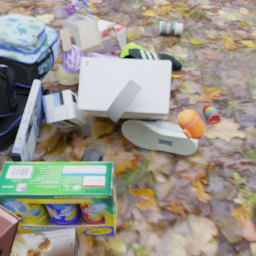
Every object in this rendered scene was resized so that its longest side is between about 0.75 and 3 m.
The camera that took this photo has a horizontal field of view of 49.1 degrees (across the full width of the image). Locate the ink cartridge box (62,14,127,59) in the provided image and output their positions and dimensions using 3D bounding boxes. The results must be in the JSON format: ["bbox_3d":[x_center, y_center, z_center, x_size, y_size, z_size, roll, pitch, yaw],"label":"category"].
[{"bbox_3d":[-1.542,-3.956,13.205,2.781,2.041,1.153,22,47,19],"label":"ink cartridge box"}]

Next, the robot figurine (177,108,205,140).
[{"bbox_3d":[1.759,-0.104,7.869,0.729,1.014,0.591,-42,29,0],"label":"robot figurine"}]

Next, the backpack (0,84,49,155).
[{"bbox_3d":[-4.634,-0.592,9.907,2.697,2.181,2.831,31,46,10],"label":"backpack"}]

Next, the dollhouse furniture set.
[{"bbox_3d":[-1.296,-2.997,11.302,2.082,2.442,1.192,-14,69,8],"label":"dollhouse furniture set"}]

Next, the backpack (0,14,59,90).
[{"bbox_3d":[-3.669,-2.864,9.849,2.316,1.860,2.531,14,41,5],"label":"backpack"}]

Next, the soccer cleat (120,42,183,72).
[{"bbox_3d":[0.823,-2.404,10.316,2.328,0.786,0.943,21,70,12],"label":"soccer cleat"}]

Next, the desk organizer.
[{"bbox_3d":[-2.831,2.439,5.674,0.665,1.855,0.714,31,33,7],"label":"desk organizer"}]

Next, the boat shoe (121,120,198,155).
[{"bbox_3d":[1.158,0.240,10.129,2.754,0.961,0.981,14,29,15],"label":"boat shoe"}]

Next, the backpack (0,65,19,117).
[{"bbox_3d":[-3.908,-1.113,8.005,1.202,1.486,1.561,20,14,9],"label":"backpack"}]

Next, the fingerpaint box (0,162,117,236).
[{"bbox_3d":[-1.713,1.961,7.423,2.734,2.281,1.003,0,47,0],"label":"fingerpaint box"}]

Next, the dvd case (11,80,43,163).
[{"bbox_3d":[-2.901,0.135,8.257,0.228,1.851,2.595,8,54,-10],"label":"dvd case"}]

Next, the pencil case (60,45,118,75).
[{"bbox_3d":[-1.418,-2.650,11.361,2.645,1.110,1.131,-2,77,-51],"label":"pencil case"}]

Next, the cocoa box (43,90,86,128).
[{"bbox_3d":[-2.138,-0.585,9.512,0.942,1.435,0.957,-12,82,5],"label":"cocoa box"}]

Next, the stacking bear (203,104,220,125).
[{"bbox_3d":[3.269,-0.605,11.153,0.523,0.489,0.861,-7,42,-7],"label":"stacking bear"}]

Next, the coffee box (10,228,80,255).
[{"bbox_3d":[-2.422,3.433,6.937,2.360,0.941,1.350,-5,47,-5],"label":"coffee box"}]

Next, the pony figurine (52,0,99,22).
[{"bbox_3d":[-2.323,-5.331,12.422,1.742,1.451,1.682,26,9,34],"label":"pony figurine"}]

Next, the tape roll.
[{"bbox_3d":[-0.134,-0.747,7.830,0.404,1.223,1.223,36,52,-2],"label":"tape roll"}]

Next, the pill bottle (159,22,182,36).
[{"bbox_3d":[2.382,-5.542,15.655,1.241,0.702,0.702,5,47,5],"label":"pill bottle"}]

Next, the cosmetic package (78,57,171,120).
[{"bbox_3d":[-0.043,-1.237,9.872,2.809,2.818,1.732,3,87,4],"label":"cosmetic package"}]

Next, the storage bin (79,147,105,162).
[{"bbox_3d":[-1.260,1.333,8.367,0.598,1.276,0.863,27,26,-10],"label":"storage bin"}]
